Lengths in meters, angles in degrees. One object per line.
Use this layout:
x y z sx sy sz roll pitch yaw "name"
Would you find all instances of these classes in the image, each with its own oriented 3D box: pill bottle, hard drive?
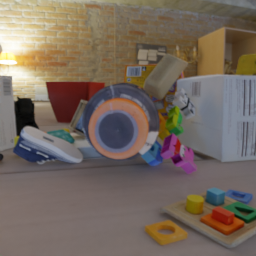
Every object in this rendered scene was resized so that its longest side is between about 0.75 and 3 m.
-0.112 -0.183 5.727 1.447 1.447 2.725 0 10 2 "pill bottle"
-0.951 0.446 8.248 1.616 0.327 2.450 -3 8 -12 "hard drive"

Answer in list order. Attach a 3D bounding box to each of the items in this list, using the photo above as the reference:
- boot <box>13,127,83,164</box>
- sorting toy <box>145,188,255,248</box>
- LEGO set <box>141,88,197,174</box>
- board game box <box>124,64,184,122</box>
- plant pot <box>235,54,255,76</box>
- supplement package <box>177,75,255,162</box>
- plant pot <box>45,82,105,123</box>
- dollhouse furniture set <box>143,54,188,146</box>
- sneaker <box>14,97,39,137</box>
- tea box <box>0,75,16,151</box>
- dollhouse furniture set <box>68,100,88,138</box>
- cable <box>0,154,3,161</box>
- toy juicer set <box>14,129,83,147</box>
-1.878 0.583 6.609 1.522 0.687 0.554 29 21 -15 "boot"
1.205 1.088 3.773 2.144 0.292 1.207 -6 10 -38 "sorting toy"
1.143 0.295 6.796 1.054 1.134 2.763 -35 18 33 "LEGO set"
1.027 -1.041 10.672 2.068 2.066 2.067 2 -13 14 "board game box"
6.030 -1.852 11.734 2.473 2.804 2.804 12 1 -31 "plant pot"
3.237 -0.423 8.034 2.864 2.106 2.739 -3 8 -14 "supplement package"
-2.757 -1.395 15.117 2.439 2.151 2.441 2 7 15 "plant pot"
1.377 -0.740 9.185 2.180 2.752 1.953 32 -10 29 "dollhouse furniture set"
-3.553 -0.337 9.426 0.856 1.487 2.850 5 4 -38 "sneaker"
-4.488 -0.412 7.861 2.110 2.145 1.433 2 8 13 "tea box"
-0.912 -0.099 8.495 1.398 0.985 0.980 26 0 -21 "dollhouse furniture set"
-3.417 0.751 6.551 1.135 0.288 0.926 0 2 17 "cable"
-1.788 0.339 7.586 2.246 0.611 1.429 -9 3 15 "toy juicer set"
